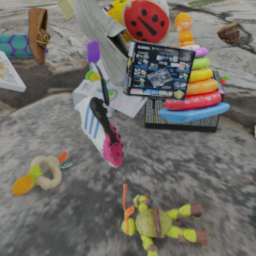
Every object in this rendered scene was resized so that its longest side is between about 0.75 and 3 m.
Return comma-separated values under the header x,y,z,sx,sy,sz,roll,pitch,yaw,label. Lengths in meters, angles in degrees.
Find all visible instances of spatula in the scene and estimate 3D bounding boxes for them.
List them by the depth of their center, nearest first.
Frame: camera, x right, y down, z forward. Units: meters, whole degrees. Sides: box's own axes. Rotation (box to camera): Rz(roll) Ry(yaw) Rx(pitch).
x,y,z,sx,sy,sz,roll,pitch,yaw,label
-0.376,-0.712,3.714,0.250,0.884,0.091,-6,15,41,spatula

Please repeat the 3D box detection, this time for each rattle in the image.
x,y,z,sx,sy,sz,roll,pitch,yaw,label
-2.311,1.284,7.778,0.966,1.059,1.483,33,20,-3,rattle

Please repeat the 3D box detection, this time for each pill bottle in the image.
x,y,z,sx,sy,sz,roll,pitch,yaw,label
-0.013,-3.434,8.849,2.370,1.295,1.295,-30,39,1,pill bottle

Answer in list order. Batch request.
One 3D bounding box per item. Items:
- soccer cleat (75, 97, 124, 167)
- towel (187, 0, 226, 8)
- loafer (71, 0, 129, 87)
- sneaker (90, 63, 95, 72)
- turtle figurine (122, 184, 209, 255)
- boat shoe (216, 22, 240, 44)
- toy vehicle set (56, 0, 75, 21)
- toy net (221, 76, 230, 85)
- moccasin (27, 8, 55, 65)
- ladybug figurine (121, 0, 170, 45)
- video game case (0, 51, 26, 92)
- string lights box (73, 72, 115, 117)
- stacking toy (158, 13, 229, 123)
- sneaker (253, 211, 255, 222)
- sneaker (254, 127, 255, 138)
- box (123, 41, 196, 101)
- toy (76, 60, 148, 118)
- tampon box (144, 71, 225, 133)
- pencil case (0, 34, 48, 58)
x,y,z,sx,sy,sz,roll,pitch,yaw,label
-0.639,0.110,6.202,0.712,1.649,0.576,-14,11,35,soccer cleat
2.834,-4.436,9.209,1.194,0.294,1.609,-45,34,-19,towel
-0.461,-2.294,6.852,0.922,2.642,0.924,-22,18,31,loafer
-1.414,-2.696,13.259,0.582,0.495,1.276,-2,37,-29,sneaker
0.675,2.042,6.217,1.946,0.777,2.413,-3,36,-4,turtle figurine
2.159,-1.989,6.019,0.410,0.410,1.165,-21,10,21,boat shoe
-1.563,-3.655,8.151,0.940,0.584,0.125,-31,7,12,toy vehicle set
3.414,-1.853,12.064,2.146,0.414,1.126,-31,49,-34,toy net
-3.231,-3.421,10.465,0.841,0.796,2.177,-5,75,3,moccasin
0.557,-2.968,8.044,1.765,1.198,0.635,24,36,-41,ladybug figurine
-3.830,-1.717,7.350,1.699,0.214,1.867,51,22,26,video game case
-0.840,-1.649,11.323,1.506,0.864,2.931,12,37,16,string lights box
1.254,-1.260,5.801,1.178,2.147,1.246,-14,12,-25,stacking toy
3.474,1.817,6.346,1.311,1.115,2.875,0,34,7,sneaker
4.651,0.334,8.330,1.085,1.143,2.840,0,34,3,sneaker
0.563,-1.008,5.060,1.191,0.947,0.274,2,20,-19,box
-0.306,-1.068,7.862,2.134,0.504,1.229,28,75,27,toy
1.870,-1.026,9.853,2.480,1.565,1.858,4,36,6,tampon box
-5.747,-4.252,14.680,2.861,1.322,1.217,-3,77,-5,pencil case
